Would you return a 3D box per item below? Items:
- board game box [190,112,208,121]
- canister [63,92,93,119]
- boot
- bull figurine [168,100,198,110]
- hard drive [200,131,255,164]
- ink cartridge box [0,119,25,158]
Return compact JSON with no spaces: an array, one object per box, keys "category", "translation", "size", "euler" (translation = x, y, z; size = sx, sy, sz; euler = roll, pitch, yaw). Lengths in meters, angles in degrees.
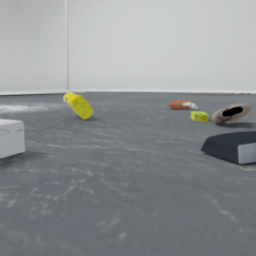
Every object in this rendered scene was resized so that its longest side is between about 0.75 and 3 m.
[{"category":"board game box","translation":[3.560,-0.583,14.078],"size":[0.667,0.313,1.313],"euler":[1,10,5]},{"category":"canister","translation":[-2.631,-1.193,14.477],"size":[0.728,1.250,1.683],"euler":[-44,29,-11]},{"category":"boot","translation":[4.708,-0.692,12.324],"size":[2.126,0.747,1.554],"euler":[-23,-7,-3]},{"category":"bull figurine","translation":[3.638,-1.539,18.609],"size":[1.949,0.635,1.183],"euler":[4,8,11]},{"category":"hard drive","translation":[3.316,0.467,7.646],"size":[2.283,0.483,1.540],"euler":[-5,11,-27]},{"category":"ink cartridge box","translation":[-4.117,0.273,7.506],"size":[2.163,0.915,1.563],"euler":[3,11,27]}]
